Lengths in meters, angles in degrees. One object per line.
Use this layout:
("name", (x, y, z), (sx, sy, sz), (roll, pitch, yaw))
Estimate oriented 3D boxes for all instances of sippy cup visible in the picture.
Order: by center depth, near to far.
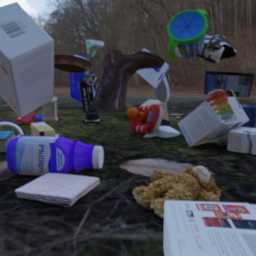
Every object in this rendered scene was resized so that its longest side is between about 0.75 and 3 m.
("sippy cup", (1.309, -1.947, 6.018), (1.053, 0.827, 0.772), (-17, -26, 12))

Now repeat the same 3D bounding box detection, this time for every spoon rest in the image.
("spoon rest", (-5.768, 0.201, 11.626), (2.661, 0.807, 1.322), (-2, 10, -18))

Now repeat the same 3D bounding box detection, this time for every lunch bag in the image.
("lunch bag", (6.106, -0.644, 15.505), (1.778, 1.208, 1.176), (-3, 10, -15))

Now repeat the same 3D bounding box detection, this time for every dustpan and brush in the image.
("dustpan and brush", (1.427, 0.247, 12.807), (1.577, 0.451, 1.101), (3, 16, -26))

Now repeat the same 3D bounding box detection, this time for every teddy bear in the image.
("teddy bear", (1.067, 1.224, 5.675), (2.058, 0.687, 1.492), (-4, 12, -22))

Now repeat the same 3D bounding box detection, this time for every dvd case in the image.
("dvd case", (4.479, -1.946, 12.603), (2.018, 0.177, 1.440), (7, -34, 17))

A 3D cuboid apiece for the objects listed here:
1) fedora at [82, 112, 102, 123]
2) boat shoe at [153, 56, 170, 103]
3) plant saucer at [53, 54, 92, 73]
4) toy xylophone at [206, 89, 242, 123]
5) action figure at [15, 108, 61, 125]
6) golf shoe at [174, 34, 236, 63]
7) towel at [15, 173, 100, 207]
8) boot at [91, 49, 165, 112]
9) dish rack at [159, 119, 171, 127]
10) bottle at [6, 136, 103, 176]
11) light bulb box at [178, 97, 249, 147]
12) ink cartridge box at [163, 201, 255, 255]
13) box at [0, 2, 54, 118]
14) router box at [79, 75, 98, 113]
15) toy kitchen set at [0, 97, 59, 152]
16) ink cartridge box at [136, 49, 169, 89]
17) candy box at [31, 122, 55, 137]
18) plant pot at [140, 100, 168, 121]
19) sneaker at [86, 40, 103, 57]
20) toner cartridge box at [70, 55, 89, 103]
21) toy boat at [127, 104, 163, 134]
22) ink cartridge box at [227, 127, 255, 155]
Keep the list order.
("fedora", (-2.262, -0.693, 17.622), (1.399, 0.639, 1.399), (0, 9, 0))
("boat shoe", (1.386, -1.943, 11.091), (0.672, 1.865, 0.662), (10, 32, 40))
("plant saucer", (-2.356, -2.546, 11.375), (1.775, 0.325, 1.775), (5, -4, 0))
("toy xylophone", (3.036, -0.749, 8.841), (0.287, 1.141, 0.836), (-32, -3, -43))
("action figure", (-5.603, -0.968, 17.246), (0.943, 1.430, 2.889), (7, 14, 39))
("golf shoe", (2.409, -2.498, 8.763), (2.155, 0.838, 1.018), (-10, 42, -18))
("towel", (-1.548, 1.346, 6.325), (1.411, 0.227, 1.347), (3, 10, 19))
("boot", (0.017, -1.050, 6.808), (1.571, 1.686, 0.542), (7, -23, 10))
("dish rack", (1.268, -0.150, 14.867), (1.700, 0.464, 1.304), (-3, 9, -17))
("bottle", (-1.925, 0.757, 7.463), (2.478, 1.035, 0.809), (2, 9, 6))
("light bulb box", (3.261, -0.233, 10.834), (1.778, 1.119, 1.794), (-7, -25, -37))
("ink cartridge box", (1.262, 1.567, 3.154), (1.630, 0.779, 1.857), (0, 9, 4))
("box", (-3.251, -1.883, 8.295), (1.344, 1.716, 2.758), (-37, -14, -29))
("router box", (-1.291, -1.195, 9.541), (0.426, 1.028, 1.372), (-4, 20, 2))
("toy kitchen set", (-3.858, -0.204, 10.565), (2.395, 1.919, 1.411), (-2, 10, -10))
("ink cartridge box", (0.761, -1.833, 8.777), (0.302, 0.767, 1.542), (15, 26, -39))
("candy box", (-2.794, 0.460, 9.150), (0.507, 1.059, 1.834), (-5, 10, -26))
("plant pot", (1.334, -0.765, 16.135), (1.260, 1.423, 1.421), (-21, 20, -36))
("sneaker", (-1.606, -3.872, 13.801), (0.495, 0.793, 1.345), (-19, 30, -32))
("toner cartridge box", (-2.628, -2.620, 15.042), (1.094, 2.304, 0.497), (26, 34, 36))
("toy boat", (0.585, -0.515, 13.118), (1.402, 1.400, 2.145), (21, -9, -19))
("ink cartridge box", (4.637, 0.480, 9.948), (1.817, 0.753, 1.334), (7, 12, 38))
